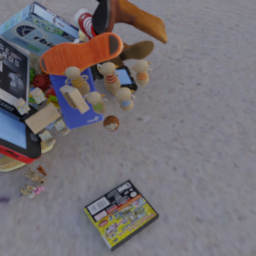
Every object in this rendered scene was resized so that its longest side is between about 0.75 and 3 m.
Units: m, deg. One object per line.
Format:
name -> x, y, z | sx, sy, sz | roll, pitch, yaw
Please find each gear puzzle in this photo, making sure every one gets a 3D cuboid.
gear puzzle -> -3.406, -2.154, 10.376 | 2.756, 0.361, 1.427 | 24, 83, 5

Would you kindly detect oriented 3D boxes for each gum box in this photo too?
gum box -> -2.893, -3.104, 9.134 | 1.987, 1.688, 0.443 | -11, 70, 37

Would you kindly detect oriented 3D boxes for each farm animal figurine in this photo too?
farm animal figurine -> -2.593, 1.562, 7.813 | 0.723, 0.450, 0.895 | -12, 49, 14

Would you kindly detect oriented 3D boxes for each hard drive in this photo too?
hard drive -> -1.624, -0.960, 9.052 | 1.257, 1.906, 0.242 | -17, 26, -8

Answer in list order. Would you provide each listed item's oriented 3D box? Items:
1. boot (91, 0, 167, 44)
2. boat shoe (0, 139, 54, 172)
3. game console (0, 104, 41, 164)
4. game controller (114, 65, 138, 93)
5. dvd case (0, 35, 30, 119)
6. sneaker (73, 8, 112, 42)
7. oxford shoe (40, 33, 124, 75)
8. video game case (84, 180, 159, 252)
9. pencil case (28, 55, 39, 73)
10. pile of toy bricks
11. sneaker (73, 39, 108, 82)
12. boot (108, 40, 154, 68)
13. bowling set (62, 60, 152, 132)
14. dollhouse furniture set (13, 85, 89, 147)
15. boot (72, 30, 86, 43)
boot -> 0.139, -3.378, 9.201 | 2.693, 0.922, 2.535 | 23, 38, -29
boat shoe -> -3.136, 0.639, 8.437 | 1.783, 0.679, 0.639 | -33, 57, -25
game console -> -3.527, -0.352, 7.596 | 0.416, 2.680, 2.370 | -36, 44, 20
game controller -> -0.245, -1.955, 11.045 | 0.897, 0.362, 1.719 | -13, 50, -11
dvd case -> -3.846, -1.820, 8.164 | 0.355, 2.157, 2.870 | -33, 47, 20
sneaker -> -0.902, -3.011, 9.727 | 0.901, 2.301, 1.329 | -46, 64, 12
oxford shoe -> -1.349, -2.113, 8.362 | 2.574, 0.918, 0.938 | -9, 9, 11
video game case -> -0.184, 2.221, 7.331 | 1.490, 0.190, 1.347 | -28, 53, -24
pencil case -> -4.340, -2.415, 11.039 | 2.225, 0.995, 0.866 | -17, 51, -16
pile of toy bricks -> -3.524, -0.991, 9.449 | 2.738, 1.352, 1.519 | 16, 50, 13
sneaker -> -1.287, -1.565, 9.366 | 1.254, 2.529, 0.894 | 11, 23, 3
boot -> -0.015, -2.845, 10.066 | 1.707, 0.629, 1.321 | -23, 36, 0
bowling set -> -0.442, -0.906, 7.898 | 2.517, 1.351, 1.752 | -12, 70, 2
dollhouse furniture set -> -2.015, -0.437, 7.695 | 1.565, 1.438, 1.018 | -38, 30, -15
boot -> -2.309, -3.872, 11.272 | 2.085, 0.977, 2.683 | 28, 56, -8
